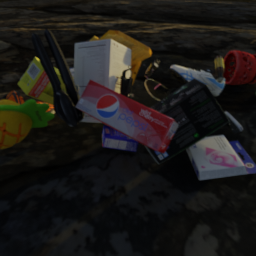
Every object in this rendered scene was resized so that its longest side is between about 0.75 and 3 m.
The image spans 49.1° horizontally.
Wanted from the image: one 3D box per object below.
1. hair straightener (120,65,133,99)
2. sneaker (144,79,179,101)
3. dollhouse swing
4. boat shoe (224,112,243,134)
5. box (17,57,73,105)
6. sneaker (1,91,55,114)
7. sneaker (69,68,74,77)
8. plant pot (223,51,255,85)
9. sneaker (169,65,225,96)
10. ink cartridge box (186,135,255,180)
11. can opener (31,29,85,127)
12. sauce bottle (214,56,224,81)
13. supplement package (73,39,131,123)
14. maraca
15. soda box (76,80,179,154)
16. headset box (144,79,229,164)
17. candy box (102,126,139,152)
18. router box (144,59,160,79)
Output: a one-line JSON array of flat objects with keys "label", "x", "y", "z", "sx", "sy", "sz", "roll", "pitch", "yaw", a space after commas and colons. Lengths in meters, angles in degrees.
[{"label": "hair straightener", "x": 0.016, "y": -1.024, "z": 8.743, "sx": 0.403, "sy": 1.970, "sz": 0.758, "roll": 12, "pitch": -8, "yaw": -34}, {"label": "sneaker", "x": 1.528, "y": -1.419, "z": 11.048, "sx": 0.733, "sy": 1.029, "sz": 2.074, "roll": -40, "pitch": 76, "yaw": -21}, {"label": "dollhouse swing", "x": -0.488, "y": -2.299, "z": 10.450, "sx": 2.125, "sy": 1.931, "sz": 1.868, "roll": 21, "pitch": 1, "yaw": -28}, {"label": "boat shoe", "x": 3.735, "y": -0.200, "z": 10.270, "sx": 0.363, "sy": 0.439, "sz": 1.281, "roll": -36, "pitch": 26, "yaw": 10}, {"label": "box", "x": -2.239, "y": -1.289, "z": 9.833, "sx": 0.747, "sy": 1.122, "sz": 2.982, "roll": 44, "pitch": 11, "yaw": 33}, {"label": "sneaker", "x": -3.672, "y": -0.827, "z": 10.314, "sx": 0.964, "sy": 1.392, "sz": 2.484, "roll": -13, "pitch": 18, "yaw": 37}, {"label": "sneaker", "x": -2.066, "y": -2.112, "z": 11.619, "sx": 1.686, "sy": 0.635, "sz": 0.743, "roll": -2, "pitch": 53, "yaw": 46}, {"label": "plant pot", "x": 5.623, "y": -2.897, "z": 13.788, "sx": 1.488, "sy": 1.634, "sz": 1.634, "roll": 5, "pitch": 32, "yaw": -7}, {"label": "sneaker", "x": 2.717, "y": -2.018, "z": 11.051, "sx": 2.471, "sy": 0.896, "sz": 0.888, "roll": 18, "pitch": 10, "yaw": -21}, {"label": "ink cartridge box", "x": 2.821, "y": 0.825, "z": 8.612, "sx": 1.806, "sy": 0.391, "sz": 1.773, "roll": -8, "pitch": 28, "yaw": 1}, {"label": "can opener", "x": -1.816, "y": -1.321, "z": 7.590, "sx": 0.838, "sy": 2.645, "sz": 1.040, "roll": -24, "pitch": 14, "yaw": -31}, {"label": "sauce bottle", "x": 3.638, "y": -2.360, "z": 11.150, "sx": 0.346, "sy": 0.346, "sz": 1.071, "roll": 3, "pitch": 64, "yaw": 5}, {"label": "supplement package", "x": -0.876, "y": -1.457, "z": 9.470, "sx": 1.471, "sy": 2.586, "sz": 1.416, "roll": 4, "pitch": 2, "yaw": 29}, {"label": "maraca", "x": -3.542, "y": -0.171, "z": 8.265, "sx": 2.598, "sy": 1.781, "sz": 1.390, "roll": -16, "pitch": 67, "yaw": -8}, {"label": "soda box", "x": -0.044, "y": -0.285, "z": 7.001, "sx": 2.453, "sy": 0.859, "sz": 0.778, "roll": 27, "pitch": 0, "yaw": 20}, {"label": "headset box", "x": 1.503, "y": -0.340, "z": 8.510, "sx": 2.239, "sy": 1.193, "sz": 2.572, "roll": -34, "pitch": 9, "yaw": 12}, {"label": "candy box", "x": -0.292, "y": 0.352, "z": 9.433, "sx": 1.149, "sy": 0.443, "sz": 0.972, "roll": 10, "pitch": 22, "yaw": -10}, {"label": "router box", "x": 0.985, "y": -2.446, "z": 11.528, "sx": 0.212, "sy": 0.639, "sz": 0.813, "roll": 37, "pitch": 34, "yaw": -12}]
